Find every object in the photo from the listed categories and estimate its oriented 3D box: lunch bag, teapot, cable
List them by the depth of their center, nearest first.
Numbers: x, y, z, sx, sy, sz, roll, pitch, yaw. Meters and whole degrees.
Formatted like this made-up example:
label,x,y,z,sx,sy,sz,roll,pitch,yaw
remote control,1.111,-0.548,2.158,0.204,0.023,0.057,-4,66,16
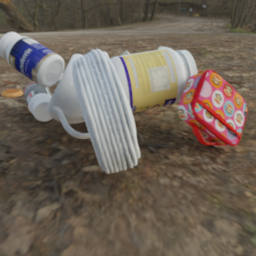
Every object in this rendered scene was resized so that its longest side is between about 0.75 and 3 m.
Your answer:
label,x,y,z,sx,sy,sz,roll,pitch,yaw
cable,-0.549,-0.351,6.225,0.940,2.716,2.716,-17,51,-7
lunch bag,2.311,-0.388,7.696,2.027,1.785,0.830,34,-21,-25
teapot,-1.395,-0.999,8.794,1.715,2.348,2.317,27,0,-15

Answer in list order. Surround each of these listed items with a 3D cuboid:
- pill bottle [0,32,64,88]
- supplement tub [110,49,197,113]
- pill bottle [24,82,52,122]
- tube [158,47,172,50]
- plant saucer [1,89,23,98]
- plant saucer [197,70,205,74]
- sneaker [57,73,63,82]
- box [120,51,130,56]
label,x,y,z,sx,sy,sz,roll,pitch,yaw
pill bottle,-2.329,-1.652,6.696,1.454,0.841,0.841,32,33,14
supplement tub,0.691,-1.442,8.497,2.368,1.721,1.721,-12,25,-10
pill bottle,-3.187,-0.958,10.155,0.935,0.935,1.614,-10,35,-23
tube,1.110,-1.774,9.857,0.599,2.063,0.536,-16,42,-34
plant saucer,-5.370,-1.615,12.937,0.947,0.177,0.947,-1,23,0
plant saucer,3.599,-2.687,15.122,2.543,0.411,2.543,0,24,0
sneaker,-3.218,-2.427,10.192,1.932,0.881,0.750,21,51,10
box,0.310,-2.179,11.943,0.796,0.956,2.327,-38,53,11
